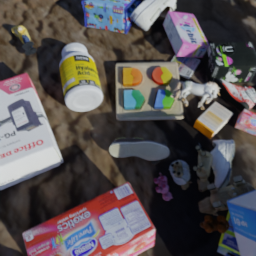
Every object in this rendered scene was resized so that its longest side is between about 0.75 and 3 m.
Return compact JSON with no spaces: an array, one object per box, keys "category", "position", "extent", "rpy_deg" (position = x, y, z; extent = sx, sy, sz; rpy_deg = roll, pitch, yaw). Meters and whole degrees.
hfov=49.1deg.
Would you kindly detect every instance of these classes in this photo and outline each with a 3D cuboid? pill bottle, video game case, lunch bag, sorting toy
[{"category":"pill bottle","position":[-1.621,-1.722,9.265],"extent":[1.209,1.209,2.173],"rpy_deg":[-13,61,-7]},{"category":"video game case","position":[2.009,-2.297,10.213],"extent":[0.914,0.111,1.005],"rpy_deg":[27,64,14]},{"category":"lunch bag","position":[-0.566,-5.018,11.315],"extent":[1.778,1.111,2.362],"rpy_deg":[14,52,10]},{"category":"sorting toy","position":[0.673,-1.329,9.421],"extent":[2.201,0.434,2.378],"rpy_deg":[-2,64,-1]}]

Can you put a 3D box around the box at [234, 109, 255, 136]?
[{"category":"box","position":[3.929,-0.096,8.691],"extent":[1.010,0.478,0.518],"rpy_deg":[23,73,8]}]

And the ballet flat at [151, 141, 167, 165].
[{"category":"ballet flat","position":[0.955,0.781,8.451],"extent":[0.282,0.194,0.837],"rpy_deg":[14,62,33]}]

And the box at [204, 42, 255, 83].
[{"category":"box","position":[3.539,-2.246,9.711],"extent":[1.497,0.931,1.112],"rpy_deg":[-1,61,-1]}]

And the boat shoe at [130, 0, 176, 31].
[{"category":"boat shoe","position":[1.392,-4.950,11.292],"extent":[1.047,1.063,2.998],"rpy_deg":[46,66,-6]}]

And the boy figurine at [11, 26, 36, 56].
[{"category":"boy figurine","position":[-3.891,-3.365,10.341],"extent":[0.483,0.931,1.498],"rpy_deg":[-29,61,-15]}]

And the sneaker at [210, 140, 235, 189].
[{"category":"sneaker","position":[2.669,1.051,8.159],"extent":[0.702,0.601,1.612],"rpy_deg":[7,57,24]}]

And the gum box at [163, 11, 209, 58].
[{"category":"gum box","position":[2.097,-3.508,10.414],"extent":[1.078,0.628,1.900],"rpy_deg":[-2,58,-20]}]

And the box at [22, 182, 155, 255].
[{"category":"box","position":[-0.848,2.648,6.609],"extent":[2.728,1.302,1.360],"rpy_deg":[-24,53,-15]}]

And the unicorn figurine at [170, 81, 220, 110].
[{"category":"unicorn figurine","position":[2.295,-1.121,8.952],"extent":[1.704,0.629,1.170],"rpy_deg":[22,55,-4]}]

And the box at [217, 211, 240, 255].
[{"category":"box","position":[2.892,2.738,7.272],"extent":[0.794,0.310,1.302],"rpy_deg":[23,62,13]}]

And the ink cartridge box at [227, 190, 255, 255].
[{"category":"ink cartridge box","position":[3.519,2.672,5.725],"extent":[2.106,1.234,2.914],"rpy_deg":[-14,89,-18]}]

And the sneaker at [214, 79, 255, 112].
[{"category":"sneaker","position":[3.648,-1.228,9.406],"extent":[0.791,0.493,1.475],"rpy_deg":[-34,69,-19]}]

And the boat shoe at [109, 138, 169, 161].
[{"category":"boat shoe","position":[0.338,0.577,8.261],"extent":[1.745,0.627,0.519],"rpy_deg":[1,27,7]}]

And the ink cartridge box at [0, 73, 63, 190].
[{"category":"ink cartridge box","position":[-3.431,0.055,8.261],"extent":[2.065,1.203,2.853],"rpy_deg":[-22,63,-12]}]

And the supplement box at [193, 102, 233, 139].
[{"category":"supplement box","position":[2.684,-0.242,8.859],"extent":[1.079,0.397,0.680],"rpy_deg":[-39,66,-23]}]

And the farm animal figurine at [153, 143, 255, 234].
[{"category":"farm animal figurine","position":[2.033,1.642,7.470],"extent":[1.843,1.147,2.282],"rpy_deg":[-50,50,-1]}]
